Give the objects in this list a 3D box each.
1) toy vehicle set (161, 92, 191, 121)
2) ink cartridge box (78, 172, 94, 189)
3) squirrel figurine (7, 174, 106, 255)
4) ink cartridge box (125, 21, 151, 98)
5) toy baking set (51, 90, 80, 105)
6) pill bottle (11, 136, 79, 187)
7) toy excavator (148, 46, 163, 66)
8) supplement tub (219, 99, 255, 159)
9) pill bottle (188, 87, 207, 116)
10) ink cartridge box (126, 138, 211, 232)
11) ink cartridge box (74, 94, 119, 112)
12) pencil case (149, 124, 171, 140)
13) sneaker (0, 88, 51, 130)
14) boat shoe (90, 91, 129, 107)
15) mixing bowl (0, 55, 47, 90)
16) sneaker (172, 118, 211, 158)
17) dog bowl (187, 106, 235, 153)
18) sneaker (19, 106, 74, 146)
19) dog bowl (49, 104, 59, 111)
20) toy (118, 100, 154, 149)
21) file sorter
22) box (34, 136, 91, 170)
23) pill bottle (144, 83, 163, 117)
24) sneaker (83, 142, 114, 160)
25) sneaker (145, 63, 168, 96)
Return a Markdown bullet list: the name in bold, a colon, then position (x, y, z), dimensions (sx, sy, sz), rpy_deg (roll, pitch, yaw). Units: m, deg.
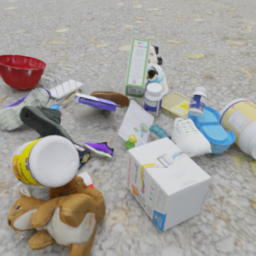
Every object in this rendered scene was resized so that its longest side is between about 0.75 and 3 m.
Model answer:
- **toy vehicle set**: position (2.520, -0.817, 12.544), dimensions (1.488, 0.317, 2.394), rpy_deg (-28, 45, -33)
- **ink cartridge box**: position (-1.489, 1.843, 9.064), dimensions (0.672, 0.236, 0.827), rpy_deg (-20, 37, -25)
- **squirrel figurine**: position (-1.923, 2.269, 7.633), dimensions (2.258, 1.712, 2.419), rpy_deg (3, 21, 22)
- **ink cartridge box**: position (0.453, -2.926, 12.273), dimensions (0.857, 1.500, 2.888), rpy_deg (7, 81, 1)
- **toy baking set**: position (-3.055, -1.554, 13.665), dimensions (1.419, 0.215, 1.849), rpy_deg (-27, 38, -23)
- **pill bottle**: position (-2.455, 0.982, 7.859), dimensions (1.298, 1.298, 2.376), rpy_deg (-33, 12, -36)
- **toy excavator**: position (0.936, -4.193, 16.580), dimensions (1.065, 2.131, 2.072), rpy_deg (-12, 81, -20)
- **supplement tub**: position (4.519, 0.025, 10.390), dimensions (1.525, 1.525, 2.097), rpy_deg (-10, 37, -13)
- **pill bottle**: position (2.528, -0.959, 10.140), dimensions (0.542, 0.542, 0.976), rpy_deg (12, 76, 16)
- **ink cartridge box**: position (1.046, 1.565, 8.211), dimensions (1.473, 1.499, 2.036), rpy_deg (-15, 38, -26)
- **ink cartridge box**: position (-1.348, -1.060, 11.762), dimensions (1.667, 0.365, 1.682), rpy_deg (12, 6, -19)
- **pencil case**: position (1.219, 0.225, 10.704), dimensions (0.885, 0.409, 0.377), rpy_deg (41, 41, 24)
- **sneaker**: position (-4.192, -0.825, 11.549), dimensions (2.594, 0.902, 1.290), rpy_deg (-28, 16, 10)
- **boat shoe**: position (-0.849, -1.419, 13.020), dimensions (1.821, 0.641, 0.640), rpy_deg (9, 20, -8)
- **mixing bowl**: position (-5.405, -2.732, 14.095), dimensions (2.411, 1.306, 2.411), rpy_deg (11, 26, -6)
- **sneaker**: position (1.985, 0.306, 9.423), dimensions (1.067, 1.124, 2.792), rpy_deg (-6, 6, -4)
- **dog bowl**: position (2.998, 0.024, 10.502), dimensions (1.300, 0.578, 2.333), rpy_deg (-3, 42, -16)
- **sneaker**: position (-2.624, -0.014, 10.124), dimensions (2.429, 0.929, 1.392), rpy_deg (35, 22, 20)
- **dog bowl**: position (-3.335, -0.782, 12.610), dimensions (0.437, 0.194, 0.784), rpy_deg (-3, 37, -4)
- **toy**: position (0.250, -0.010, 11.089), dimensions (1.245, 0.510, 2.162), rpy_deg (38, 38, -17)
- **file sorter**: position (-3.206, -2.287, 13.683), dimensions (1.134, 1.017, 1.634), rpy_deg (23, 45, 38)
- **box**: position (-2.631, 1.005, 9.934), dimensions (2.060, 0.474, 1.637), rpy_deg (23, 43, 27)
- **pill bottle**: position (1.080, -1.192, 12.018), dimensions (0.780, 1.348, 0.780), rpy_deg (1, 45, -1)
- **sneaker**: position (-1.038, 0.716, 10.206), dimensions (1.165, 0.405, 0.579), rpy_deg (24, 59, 4)
- **sneaker**: position (1.278, -2.689, 14.147), dimensions (1.113, 1.175, 2.909), rpy_deg (-26, 35, 9)
